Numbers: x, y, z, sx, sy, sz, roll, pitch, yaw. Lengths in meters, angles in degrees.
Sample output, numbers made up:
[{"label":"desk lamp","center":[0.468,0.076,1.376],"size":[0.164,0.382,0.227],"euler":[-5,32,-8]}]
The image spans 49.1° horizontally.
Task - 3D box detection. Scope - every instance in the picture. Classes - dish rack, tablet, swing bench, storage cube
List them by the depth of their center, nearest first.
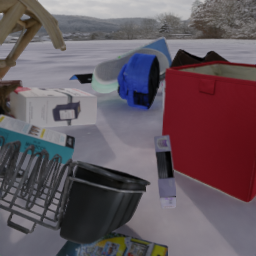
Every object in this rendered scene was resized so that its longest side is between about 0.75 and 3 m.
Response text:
[{"label":"dish rack","center":[-1.137,0.505,3.194],"size":[2.568,0.701,1.970],"euler":[16,-9,14]},{"label":"storage cube","center":[1.784,-0.118,4.822],"size":[1.708,1.796,1.998],"euler":[-17,27,-39]},{"label":"swing bench","center":[-2.891,-1.712,5.746],"size":[2.889,1.875,2.874],"euler":[-35,18,-2]},{"label":"tablet","center":[0.652,-2.506,10.595],"size":[1.949,1.268,0.133],"euler":[-22,36,7]}]

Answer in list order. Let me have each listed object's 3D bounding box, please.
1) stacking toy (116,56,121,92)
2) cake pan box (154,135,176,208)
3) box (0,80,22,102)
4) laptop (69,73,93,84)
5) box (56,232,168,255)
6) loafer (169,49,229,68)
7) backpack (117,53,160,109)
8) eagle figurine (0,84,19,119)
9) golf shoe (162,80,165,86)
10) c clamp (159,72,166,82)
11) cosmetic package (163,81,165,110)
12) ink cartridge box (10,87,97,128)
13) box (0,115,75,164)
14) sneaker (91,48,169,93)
[{"label":"stacking toy","center":[-0.288,-1.968,10.438],"size":[0.277,1.181,0.890],"euler":[-19,3,-30]},{"label":"cake pan box","center":[0.443,0.539,3.307],"size":[0.200,0.705,0.766],"euler":[-8,-24,6]},{"label":"box","center":[-4.337,-1.268,9.633],"size":[1.330,0.666,0.498],"euler":[-3,20,-10]},{"label":"laptop","center":[-1.630,-1.765,10.460],"size":[0.801,0.467,0.904],"euler":[-13,49,-35]},{"label":"box","center":[-0.317,1.535,2.464],"size":[1.038,0.286,1.519],"euler":[7,21,19]},{"label":"loafer","center":[2.020,-1.455,6.682],"size":[2.051,0.732,0.749],"euler":[11,26,9]},{"label":"backpack","center":[0.310,-1.458,8.447],"size":[1.239,1.476,1.200],"euler":[10,52,8]},{"label":"eagle figurine","center":[-3.441,-0.474,6.746],"size":[2.420,1.836,1.826],"euler":[-21,42,51]},{"label":"golf shoe","center":[1.818,-1.903,11.242],"size":[0.996,0.820,2.177],"euler":[-3,19,1]},{"label":"c clamp","center":[1.105,-1.933,10.804],"size":[2.623,0.355,2.241],"euler":[-25,20,-8]},{"label":"cosmetic package","center":[2.555,-0.762,7.632],"size":[2.949,1.092,1.499],"euler":[-6,17,-12]},{"label":"ink cartridge box","center":[-1.902,-0.561,7.184],"size":[1.840,0.776,1.332],"euler":[-5,19,-37]},{"label":"box","center":[-1.525,0.194,4.557],"size":[1.272,0.313,0.523],"euler":[19,17,-15]},{"label":"sneaker","center":[-0.023,-1.975,9.942],"size":[2.757,1.014,1.626],"euler":[-15,-3,-19]}]
